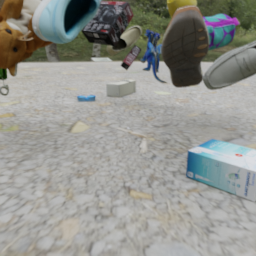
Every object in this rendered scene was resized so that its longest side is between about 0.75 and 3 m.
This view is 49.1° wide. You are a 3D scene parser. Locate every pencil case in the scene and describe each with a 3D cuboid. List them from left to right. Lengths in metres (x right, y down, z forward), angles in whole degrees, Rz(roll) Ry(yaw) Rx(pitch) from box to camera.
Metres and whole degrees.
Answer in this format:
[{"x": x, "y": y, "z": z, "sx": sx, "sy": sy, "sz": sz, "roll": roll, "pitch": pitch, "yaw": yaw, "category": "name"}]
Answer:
[{"x": 2.562, "y": -3.210, "z": 9.473, "sx": 2.818, "sy": 1.199, "sz": 1.302, "roll": -24, "pitch": -8, "yaw": -43, "category": "pencil case"}]

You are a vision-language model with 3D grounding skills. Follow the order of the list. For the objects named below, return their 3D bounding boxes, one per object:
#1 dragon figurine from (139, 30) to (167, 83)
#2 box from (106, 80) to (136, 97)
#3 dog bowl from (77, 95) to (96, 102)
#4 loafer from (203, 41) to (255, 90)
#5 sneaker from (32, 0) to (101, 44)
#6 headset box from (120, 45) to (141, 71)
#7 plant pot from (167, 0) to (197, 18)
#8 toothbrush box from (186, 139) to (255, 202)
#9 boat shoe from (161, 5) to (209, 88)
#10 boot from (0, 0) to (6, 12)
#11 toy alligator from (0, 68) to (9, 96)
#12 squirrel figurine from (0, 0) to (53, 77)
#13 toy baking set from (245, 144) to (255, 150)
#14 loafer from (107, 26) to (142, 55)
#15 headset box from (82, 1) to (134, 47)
[{"x": 1.149, "y": -3.191, "z": 12.176, "sx": 0.829, "sy": 1.400, "sz": 2.816, "roll": 6, "pitch": 42, "yaw": -18, "category": "dragon figurine"}, {"x": -0.364, "y": -2.280, "z": 15.994, "sx": 0.864, "sy": 0.719, "sz": 2.103, "roll": 8, "pitch": 18, "yaw": 24, "category": "box"}, {"x": -2.114, "y": -1.488, "z": 14.184, "sx": 0.967, "sy": 0.240, "sz": 0.539, "roll": -3, "pitch": 17, "yaw": -13, "category": "dog bowl"}, {"x": 3.623, "y": -2.048, "z": 8.455, "sx": 2.865, "sy": 1.002, "sz": 1.000, "roll": -32, "pitch": 9, "yaw": 3, "category": "loafer"}, {"x": -0.634, "y": -2.208, "z": 4.484, "sx": 0.858, "sy": 2.093, "sz": 0.774, "roll": 29, "pitch": -1, "yaw": 32, "category": "sneaker"}, {"x": 0.083, "y": -2.949, "z": 11.962, "sx": 0.387, "sy": 1.002, "sz": 0.746, "roll": 34, "pitch": -9, "yaw": -7, "category": "headset box"}, {"x": 1.398, "y": -3.405, "z": 7.715, "sx": 0.561, "sy": 0.790, "sz": 0.790, "roll": 33, "pitch": -5, "yaw": -35, "category": "plant pot"}, {"x": 2.124, "y": 0.801, "z": 5.808, "sx": 1.485, "sy": 0.634, "sz": 1.087, "roll": 17, "pitch": 24, "yaw": 42, "category": "toothbrush box"}, {"x": 1.392, "y": -2.053, "z": 7.046, "sx": 1.117, "sy": 1.059, "sz": 2.951, "roll": -2, "pitch": -18, "yaw": 8, "category": "boat shoe"}, {"x": -3.126, "y": -3.896, "z": 8.329, "sx": 1.634, "sy": 0.591, "sz": 1.359, "roll": -33, "pitch": 1, "yaw": 31, "category": "boot"}, {"x": -4.271, "y": -2.188, "z": 9.199, "sx": 0.764, "sy": 2.306, "sz": 0.554, "roll": -9, "pitch": 7, "yaw": -3, "category": "toy alligator"}, {"x": -2.891, "y": -2.178, "z": 7.102, "sx": 2.414, "sy": 1.709, "sz": 2.253, "roll": -30, "pitch": 35, "yaw": 42, "category": "squirrel figurine"}, {"x": 4.312, "y": 0.520, "z": 6.933, "sx": 2.444, "sy": 0.284, "sz": 1.876, "roll": 16, "pitch": 27, "yaw": 31, "category": "toy baking set"}, {"x": -0.109, "y": -3.932, "z": 12.673, "sx": 1.871, "sy": 0.708, "sz": 0.639, "roll": -39, "pitch": 20, "yaw": -1, "category": "loafer"}, {"x": -0.625, "y": -3.488, "z": 9.171, "sx": 1.136, "sy": 1.527, "sz": 0.590, "roll": 17, "pitch": -21, "yaw": 30, "category": "headset box"}]
